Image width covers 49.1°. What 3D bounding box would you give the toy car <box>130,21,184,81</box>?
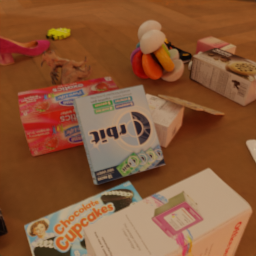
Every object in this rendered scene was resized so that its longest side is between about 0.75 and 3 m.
[{"bbox_3d":[0.991,-2.954,11.659,1.910,2.229,2.547,-31,34,20],"label":"toy car"}]

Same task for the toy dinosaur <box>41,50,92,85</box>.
[{"bbox_3d":[-2.292,-1.959,10.940,1.755,1.111,2.590,-21,58,-9],"label":"toy dinosaur"}]

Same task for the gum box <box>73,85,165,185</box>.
[{"bbox_3d":[-0.243,0.149,7.497,1.927,0.505,2.269,-13,85,-17],"label":"gum box"}]

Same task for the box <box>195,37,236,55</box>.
[{"bbox_3d":[4.041,-3.556,13.041,0.972,0.828,1.520,-24,44,-27],"label":"box"}]

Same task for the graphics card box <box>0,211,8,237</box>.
[{"bbox_3d":[-3.677,1.754,6.177,1.428,0.579,2.276,-18,32,-28],"label":"graphics card box"}]

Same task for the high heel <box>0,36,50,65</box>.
[{"bbox_3d":[-4.969,-4.046,13.242,2.821,1.353,0.950,-31,48,-33],"label":"high heel"}]

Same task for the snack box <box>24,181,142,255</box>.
[{"bbox_3d":[-0.725,2.235,5.975,2.548,0.473,1.480,-19,44,-23],"label":"snack box"}]

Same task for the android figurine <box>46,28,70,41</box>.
[{"bbox_3d":[-3.858,-5.276,15.673,1.317,0.297,1.447,23,46,27],"label":"android figurine"}]

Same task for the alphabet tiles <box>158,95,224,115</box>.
[{"bbox_3d":[2.064,-0.749,9.209,1.833,0.083,2.192,23,13,27],"label":"alphabet tiles"}]

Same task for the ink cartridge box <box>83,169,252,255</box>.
[{"bbox_3d":[0.688,2.127,4.982,2.623,1.895,1.110,-18,42,-22],"label":"ink cartridge box"}]

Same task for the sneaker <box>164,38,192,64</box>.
[{"bbox_3d":[1.874,-3.612,12.977,2.222,1.000,0.777,10,39,12],"label":"sneaker"}]

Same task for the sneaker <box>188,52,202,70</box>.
[{"bbox_3d":[3.217,-2.938,12.538,0.525,0.518,1.322,21,52,30],"label":"sneaker"}]

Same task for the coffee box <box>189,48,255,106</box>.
[{"bbox_3d":[3.950,-2.100,10.998,1.520,1.073,2.689,-26,45,-29],"label":"coffee box"}]

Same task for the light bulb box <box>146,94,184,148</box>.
[{"bbox_3d":[0.874,-0.265,8.856,1.350,0.843,1.338,20,42,23],"label":"light bulb box"}]

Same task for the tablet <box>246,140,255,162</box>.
[{"bbox_3d":[4.432,1.169,7.608,1.648,0.173,2.532,-1,38,-1],"label":"tablet"}]

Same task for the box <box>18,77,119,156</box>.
[{"bbox_3d":[-1.662,-0.407,8.542,2.942,1.467,1.405,-13,40,-16],"label":"box"}]
